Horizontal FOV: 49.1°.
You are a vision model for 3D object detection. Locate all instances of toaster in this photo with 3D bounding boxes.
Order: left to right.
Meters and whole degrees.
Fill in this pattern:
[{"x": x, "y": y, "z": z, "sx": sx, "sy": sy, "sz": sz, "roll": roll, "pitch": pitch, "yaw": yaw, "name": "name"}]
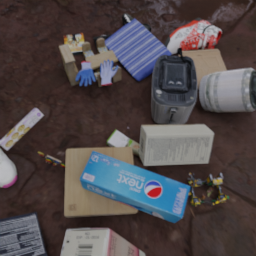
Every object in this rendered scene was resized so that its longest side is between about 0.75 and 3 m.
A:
[{"x": 1.692, "y": -1.461, "z": 10.841, "sx": 1.640, "sy": 1.864, "sz": 2.885, "roll": 4, "pitch": 58, "yaw": 2, "name": "toaster"}]

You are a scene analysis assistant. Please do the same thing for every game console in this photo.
[{"x": -1.114, "y": -4.139, "z": 13.652, "sx": 1.046, "sy": 0.609, "sz": 0.920, "roll": -12, "pitch": 28, "yaw": -8, "name": "game console"}]

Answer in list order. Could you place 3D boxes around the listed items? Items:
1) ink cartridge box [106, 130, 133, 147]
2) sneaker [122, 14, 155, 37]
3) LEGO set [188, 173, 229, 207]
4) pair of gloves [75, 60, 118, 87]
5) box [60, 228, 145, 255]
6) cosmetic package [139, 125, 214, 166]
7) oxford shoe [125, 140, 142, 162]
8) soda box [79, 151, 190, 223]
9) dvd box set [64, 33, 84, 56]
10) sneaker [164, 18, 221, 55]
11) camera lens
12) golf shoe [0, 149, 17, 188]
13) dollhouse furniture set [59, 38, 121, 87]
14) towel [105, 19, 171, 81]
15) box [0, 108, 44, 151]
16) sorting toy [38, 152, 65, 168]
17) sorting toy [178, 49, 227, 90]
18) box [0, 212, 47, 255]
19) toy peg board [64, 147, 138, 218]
[{"x": -0.309, "y": 0.553, "z": 10.397, "sx": 0.815, "sy": 0.309, "sz": 0.602, "roll": 33, "pitch": 64, "yaw": 8, "name": "ink cartridge box"}, {"x": 0.548, "y": -4.795, "z": 13.716, "sx": 1.062, "sy": 0.780, "sz": 2.347, "roll": -23, "pitch": 63, "yaw": -18, "name": "sneaker"}, {"x": 2.608, "y": 2.006, "z": 9.153, "sx": 1.374, "sy": 0.796, "sz": 1.057, "roll": 0, "pitch": 64, "yaw": 1, "name": "LEGO set"}, {"x": -1.256, "y": -2.231, "z": 11.320, "sx": 1.727, "sy": 0.197, "sz": 1.388, "roll": -4, "pitch": 59, "yaw": 5, "name": "pair of gloves"}, {"x": -0.580, "y": 3.606, "z": 7.019, "sx": 1.263, "sy": 2.318, "sz": 1.482, "roll": -11, "pitch": 51, "yaw": 22, "name": "box"}, {"x": 1.573, "y": 0.558, "z": 9.408, "sx": 2.276, "sy": 1.178, "sz": 0.832, "roll": 0, "pitch": 23, "yaw": -11, "name": "cosmetic package"}, {"x": 0.358, "y": 0.758, "z": 10.225, "sx": 1.315, "sy": 0.485, "sz": 0.465, "roll": 37, "pitch": 64, "yaw": 21, "name": "oxford shoe"}, {"x": 0.169, "y": 1.712, "z": 8.031, "sx": 2.938, "sy": 0.996, "sz": 0.943, "roll": 20, "pitch": 63, "yaw": 6, "name": "soda box"}, {"x": -2.587, "y": -4.021, "z": 13.513, "sx": 0.969, "sy": 0.195, "sz": 1.325, "roll": -9, "pitch": 57, "yaw": -5, "name": "dvd box set"}, {"x": 3.088, "y": -4.043, "z": 13.049, "sx": 1.591, "sy": 0.991, "sz": 2.968, "roll": 39, "pitch": 62, "yaw": 25, "name": "sneaker"}, {"x": 3.885, "y": -1.374, "z": 10.598, "sx": 1.957, "sy": 1.565, "sz": 1.565, "roll": 0, "pitch": 50, "yaw": 38, "name": "camera lens"}, {"x": -4.883, "y": 0.922, "z": 9.680, "sx": 1.038, "sy": 1.262, "sz": 2.757, "roll": -39, "pitch": 66, "yaw": -23, "name": "golf shoe"}, {"x": -1.610, "y": -2.915, "z": 11.968, "sx": 2.237, "sy": 1.486, "sz": 1.961, "roll": -21, "pitch": 62, "yaw": -12, "name": "dollhouse furniture set"}, {"x": 0.409, "y": -3.565, "z": 12.773, "sx": 1.994, "sy": 0.328, "sz": 2.754, "roll": -38, "pitch": 70, "yaw": -4, "name": "towel"}, {"x": -3.718, "y": 0.031, "z": 9.752, "sx": 1.742, "sy": 0.361, "sz": 0.337, "roll": -49, "pitch": 31, "yaw": -22, "name": "box"}, {"x": -2.631, "y": 1.134, "z": 9.592, "sx": 1.083, "sy": 0.522, "sz": 0.183, "roll": 28, "pitch": 69, "yaw": -16, "name": "sorting toy"}, {"x": 3.367, "y": -2.583, "z": 12.510, "sx": 1.949, "sy": 0.384, "sz": 2.106, "roll": -5, "pitch": 61, "yaw": -3, "name": "sorting toy"}, {"x": -3.236, "y": 3.344, "z": 8.031, "sx": 1.379, "sy": 0.850, "sz": 1.368, "roll": -1, "pitch": 50, "yaw": -36, "name": "box"}, {"x": -0.895, "y": 1.833, "z": 9.072, "sx": 2.148, "sy": 1.055, "sz": 2.157, "roll": -2, "pitch": 59, "yaw": -6, "name": "toy peg board"}]
